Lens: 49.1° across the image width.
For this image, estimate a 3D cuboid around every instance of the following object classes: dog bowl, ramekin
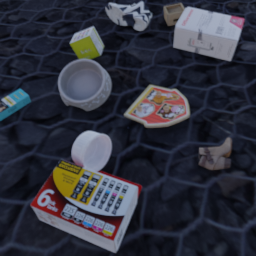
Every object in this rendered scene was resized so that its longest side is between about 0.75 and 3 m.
[{"bbox_3d":[-1.658,-1.640,10.382,2.020,0.592,2.020,-2,73,7],"label":"dog bowl"},{"bbox_3d":[-1.127,0.698,8.502,0.605,1.240,1.240,20,52,33],"label":"ramekin"}]

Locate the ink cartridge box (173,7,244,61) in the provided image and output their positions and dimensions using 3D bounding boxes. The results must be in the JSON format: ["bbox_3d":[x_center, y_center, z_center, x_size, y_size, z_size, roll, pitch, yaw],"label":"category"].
[{"bbox_3d":[3.585,-4.259,12.566,2.666,1.103,1.953,19,53,15],"label":"ink cartridge box"}]

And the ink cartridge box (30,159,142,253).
[{"bbox_3d":[-1.011,1.855,7.692,2.364,0.991,2.076,17,52,14],"label":"ink cartridge box"}]

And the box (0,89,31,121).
[{"bbox_3d":[-4.366,-0.846,10.300,0.579,0.346,1.408,35,59,25],"label":"box"}]

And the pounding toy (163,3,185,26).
[{"bbox_3d":[2.461,-5.502,13.899,1.177,0.837,1.083,-11,48,2],"label":"pounding toy"}]

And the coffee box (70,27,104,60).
[{"bbox_3d":[-1.716,-3.495,11.785,0.967,0.969,0.958,-15,38,20],"label":"coffee box"}]

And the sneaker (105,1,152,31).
[{"bbox_3d":[0.153,-5.795,13.952,2.308,0.921,1.502,24,53,18],"label":"sneaker"}]

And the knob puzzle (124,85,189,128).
[{"bbox_3d":[1.193,-0.801,9.991,2.348,0.326,2.348,-7,45,7],"label":"knob puzzle"}]

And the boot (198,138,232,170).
[{"bbox_3d":[2.764,0.770,8.947,0.982,0.472,1.343,7,45,15],"label":"boot"}]
